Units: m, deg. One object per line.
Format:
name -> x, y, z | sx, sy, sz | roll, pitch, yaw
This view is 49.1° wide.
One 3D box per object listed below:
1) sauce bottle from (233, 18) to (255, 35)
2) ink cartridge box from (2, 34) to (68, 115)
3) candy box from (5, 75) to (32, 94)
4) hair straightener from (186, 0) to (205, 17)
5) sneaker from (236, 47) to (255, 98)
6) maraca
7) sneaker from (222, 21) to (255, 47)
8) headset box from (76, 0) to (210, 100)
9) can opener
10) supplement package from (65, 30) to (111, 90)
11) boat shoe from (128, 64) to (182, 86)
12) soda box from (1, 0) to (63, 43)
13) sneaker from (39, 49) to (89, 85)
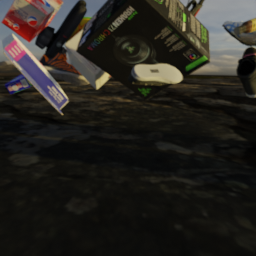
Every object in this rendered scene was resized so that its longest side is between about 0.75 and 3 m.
sauce bottle -> 3.376, -2.808, 7.733 | 1.071, 0.346, 0.346 | -25, 22, -19
ink cartridge box -> -2.131, -1.292, 6.513 | 0.391, 1.773, 1.806 | -41, 34, -4
candy box -> -3.937, -1.795, 10.686 | 0.972, 0.443, 1.149 | -15, 26, 19
hair straightener -> 1.622, -3.041, 7.884 | 0.403, 1.970, 0.758 | 46, 15, 25
sneaker -> 3.875, -2.061, 8.856 | 0.733, 2.074, 1.029 | -9, -37, 32
maraca -> -1.254, -3.343, 11.029 | 2.598, 1.781, 1.390 | 17, 29, 8
sneaker -> 4.042, -3.064, 8.952 | 0.888, 0.896, 2.471 | 16, 22, -37
headset box -> 0.454, -2.088, 6.951 | 2.572, 1.193, 2.239 | 32, -40, -30
can opener -> -2.314, -3.455, 10.040 | 2.645, 0.838, 1.040 | -30, -32, 35
supplement package -> -0.633, -2.804, 9.458 | 2.586, 1.416, 1.471 | -44, -5, -10
boat shoe -> 0.580, -1.110, 6.013 | 1.281, 0.439, 0.363 | -2, -23, -31
soda box -> -2.486, -3.152, 7.574 | 0.778, 0.859, 2.453 | 35, 24, -20
sneaker -> -2.724, -2.824, 12.403 | 2.484, 1.392, 0.964 | 17, -17, 1
